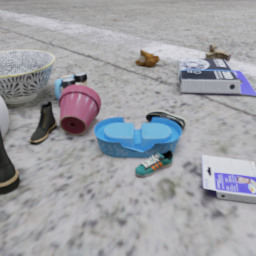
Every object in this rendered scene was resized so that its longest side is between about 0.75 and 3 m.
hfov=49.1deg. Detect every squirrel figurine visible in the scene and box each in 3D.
[{"bbox_3d":[1.007,-3.278,13.385,1.029,0.728,0.961,33,31,21],"label":"squirrel figurine"}]

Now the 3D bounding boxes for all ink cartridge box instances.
[{"bbox_3d":[3.515,-2.172,11.452,2.899,0.629,2.872,4,30,4],"label":"ink cartridge box"},{"bbox_3d":[2.270,1.116,6.292,1.246,0.270,1.235,8,32,9],"label":"ink cartridge box"}]

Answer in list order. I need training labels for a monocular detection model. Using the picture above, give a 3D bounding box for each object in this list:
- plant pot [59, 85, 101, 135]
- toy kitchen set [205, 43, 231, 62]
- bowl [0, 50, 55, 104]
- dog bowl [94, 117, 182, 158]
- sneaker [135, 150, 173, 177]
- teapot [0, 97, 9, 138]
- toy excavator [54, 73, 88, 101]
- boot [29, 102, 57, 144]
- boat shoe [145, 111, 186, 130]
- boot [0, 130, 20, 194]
[{"bbox_3d":[-1.472,-0.444,8.149,1.239,1.239,1.109,3,47,4],"label":"plant pot"},{"bbox_3d":[4.126,-3.415,12.838,0.869,0.709,0.784,-21,40,-22],"label":"toy kitchen set"},{"bbox_3d":[-3.995,-1.717,9.949,2.917,1.369,2.917,0,30,0],"label":"bowl"},{"bbox_3d":[0.244,0.262,7.445,2.281,0.566,1.272,1,31,1],"label":"dog bowl"},{"bbox_3d":[0.615,0.808,6.666,1.059,0.423,0.378,-18,35,-27],"label":"sneaker"},{"bbox_3d":[-4.631,-0.588,7.432,2.779,2.030,2.743,1,31,1],"label":"teapot"},{"bbox_3d":[-2.201,-1.527,10.211,1.936,0.967,1.882,9,30,31],"label":"toy excavator"},{"bbox_3d":[-2.460,-0.156,7.900,0.452,0.807,1.167,6,32,10],"label":"boot"},{"bbox_3d":[1.081,-0.214,8.339,1.250,0.449,0.423,15,30,20],"label":"boat shoe"},{"bbox_3d":[-3.573,0.602,5.909,2.254,1.559,0.873,-4,31,-5],"label":"boot"}]
